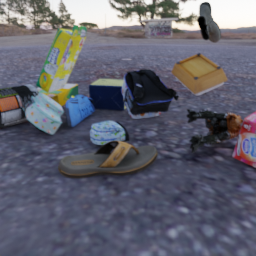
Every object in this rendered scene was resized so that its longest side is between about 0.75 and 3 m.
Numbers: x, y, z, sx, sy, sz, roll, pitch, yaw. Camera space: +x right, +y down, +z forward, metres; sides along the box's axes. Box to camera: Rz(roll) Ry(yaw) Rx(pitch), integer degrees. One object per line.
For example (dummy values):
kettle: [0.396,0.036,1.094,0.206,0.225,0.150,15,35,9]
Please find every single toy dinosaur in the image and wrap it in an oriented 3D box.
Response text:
toy dinosaur: [2.901,-0.098,8.957,1.847,2.722,1.390,-4,58,3]

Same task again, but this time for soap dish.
soap dish: [2.836,-2.232,11.386,1.494,0.771,1.899,-24,43,-9]

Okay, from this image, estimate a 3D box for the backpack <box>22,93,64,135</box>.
backpack: [-3.168,-0.520,10.646,1.386,1.209,1.577,39,10,-32]

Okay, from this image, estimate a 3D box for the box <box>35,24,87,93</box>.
box: [-2.787,-3.050,11.992,0.722,2.987,1.752,31,18,1]

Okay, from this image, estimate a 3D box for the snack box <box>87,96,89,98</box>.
snack box: [-1.689,-1.823,15.652,0.514,0.174,1.431,11,24,25]

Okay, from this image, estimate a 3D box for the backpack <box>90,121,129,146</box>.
backpack: [-0.729,0.189,9.734,1.239,0.952,1.010,-23,34,-22]

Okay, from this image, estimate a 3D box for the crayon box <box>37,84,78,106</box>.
crayon box: [-3.958,-1.675,14.525,1.758,0.721,2.797,5,21,14]

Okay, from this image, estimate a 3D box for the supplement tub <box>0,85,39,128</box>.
supplement tub: [-4.885,-0.843,11.302,1.516,1.516,2.475,19,27,39]

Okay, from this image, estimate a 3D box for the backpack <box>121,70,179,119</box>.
backpack: [0.705,-1.522,12.282,2.216,1.707,2.111,-5,57,-25]

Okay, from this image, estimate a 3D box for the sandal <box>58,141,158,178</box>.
sandal: [-0.539,0.779,8.136,2.947,0.804,1.204,-3,22,-9]

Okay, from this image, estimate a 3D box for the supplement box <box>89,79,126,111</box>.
supplement box: [-0.838,-1.707,13.988,1.739,1.168,1.738,5,22,12]

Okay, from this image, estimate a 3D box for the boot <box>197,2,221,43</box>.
boot: [2.908,-3.591,10.317,0.604,1.784,1.165,-6,51,33]

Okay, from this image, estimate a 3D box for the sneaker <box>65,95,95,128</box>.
sneaker: [-2.027,-0.811,12.023,1.101,0.925,2.807,-1,21,-1]

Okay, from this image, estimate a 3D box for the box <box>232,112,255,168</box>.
box: [4.524,0.187,8.727,1.282,1.338,2.685,28,34,35]
